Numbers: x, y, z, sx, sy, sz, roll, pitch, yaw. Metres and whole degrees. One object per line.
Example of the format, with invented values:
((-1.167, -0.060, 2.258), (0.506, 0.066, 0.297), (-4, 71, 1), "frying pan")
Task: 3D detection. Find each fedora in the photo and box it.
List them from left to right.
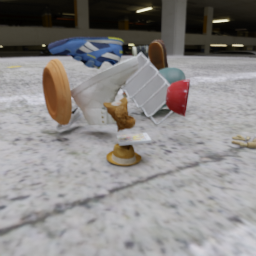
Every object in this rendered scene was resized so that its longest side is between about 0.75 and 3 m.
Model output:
((-0.119, 0.670, 7.702), (1.045, 0.426, 1.045), (0, 19, 0), "fedora")

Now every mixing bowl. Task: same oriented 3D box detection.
((1.544, -0.966, 8.810), (0.648, 1.196, 1.196), (8, 20, 14), "mixing bowl")

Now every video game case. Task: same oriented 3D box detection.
((0.142, 0.296, 7.519), (0.842, 0.096, 0.766), (-5, 13, -5), "video game case")

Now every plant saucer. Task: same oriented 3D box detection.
((-2.320, -1.098, 8.884), (0.395, 2.112, 2.112), (-11, 21, -28), "plant saucer")
((1.520, -1.492, 11.972), (2.352, 2.352, 0.453), (-9, 51, -26), "plant saucer")

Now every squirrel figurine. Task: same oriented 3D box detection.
((-0.174, -0.233, 7.081), (0.610, 0.804, 0.862), (-19, 32, -13), "squirrel figurine")

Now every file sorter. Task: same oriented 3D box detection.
((0.794, -1.402, 10.535), (1.522, 2.193, 1.366), (-43, 25, 9), "file sorter")

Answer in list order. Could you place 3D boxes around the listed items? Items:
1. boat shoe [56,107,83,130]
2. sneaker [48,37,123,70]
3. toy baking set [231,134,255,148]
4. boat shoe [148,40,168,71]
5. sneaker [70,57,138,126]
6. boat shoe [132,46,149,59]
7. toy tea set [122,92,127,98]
((-2.134, -0.346, 9.958), (0.487, 0.433, 1.325), (-5, 23, 27), "boat shoe")
((-1.600, -2.935, 11.078), (2.999, 1.234, 1.109), (-4, 15, -17), "sneaker")
((4.012, 0.387, 8.959), (1.447, 0.168, 1.111), (2, 18, 7), "toy baking set")
((1.331, -2.468, 11.838), (0.855, 2.430, 0.855), (7, 27, 18), "boat shoe")
((-0.526, -1.023, 9.002), (2.889, 1.670, 1.064), (-21, 10, 40), "sneaker")
((0.710, -2.439, 12.247), (0.774, 2.288, 0.822), (-13, 30, -6), "boat shoe")
((-0.332, -1.542, 11.375), (1.002, 0.371, 0.596), (24, -13, -1), "toy tea set")
